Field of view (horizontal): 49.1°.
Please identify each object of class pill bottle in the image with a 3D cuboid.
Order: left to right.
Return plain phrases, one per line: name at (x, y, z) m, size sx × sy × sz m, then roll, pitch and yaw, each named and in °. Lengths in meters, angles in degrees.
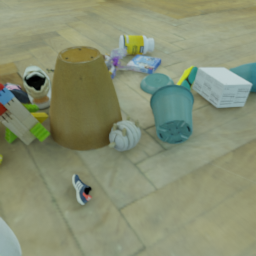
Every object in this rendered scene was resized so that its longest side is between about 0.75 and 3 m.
pill bottle at (0.423, -4.187, 14.175) m, size 1.675 × 0.938 × 0.938 m, roll -3°, pitch 37°, yaw -9°

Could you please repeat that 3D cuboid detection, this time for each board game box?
board game box at (0.761, -3.004, 13.217) m, size 1.260 × 0.275 × 1.266 m, roll 14°, pitch 40°, yaw 19°

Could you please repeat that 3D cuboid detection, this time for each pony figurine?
pony figurine at (-0.715, -2.824, 12.442) m, size 1.460 × 1.260 × 1.513 m, roll 7°, pitch 53°, yaw 19°

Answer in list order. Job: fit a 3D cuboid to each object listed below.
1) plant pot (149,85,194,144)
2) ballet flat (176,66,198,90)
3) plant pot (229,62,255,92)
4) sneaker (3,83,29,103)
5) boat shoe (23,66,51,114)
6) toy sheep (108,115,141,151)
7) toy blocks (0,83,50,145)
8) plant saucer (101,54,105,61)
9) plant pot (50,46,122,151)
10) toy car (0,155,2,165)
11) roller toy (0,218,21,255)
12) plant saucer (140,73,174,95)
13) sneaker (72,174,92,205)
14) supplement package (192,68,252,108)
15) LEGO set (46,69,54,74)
plant pot at (1.429, -0.368, 8.960) m, size 1.483 × 1.483 × 1.452 m, roll 2°, pitch 45°, yaw 3°
ballet flat at (2.257, -1.772, 11.325) m, size 0.658 × 0.656 × 1.962 m, roll -6°, pitch 40°, yaw 45°
plant pot at (4.682, -2.015, 11.305) m, size 1.136 × 1.209 × 1.209 m, roll 2°, pitch 35°, yaw 28°
sneaker at (-4.339, -1.446, 10.963) m, size 1.582 × 0.555 × 0.649 m, roll 20°, pitch 45°, yaw 22°
boat shoe at (-3.499, -1.754, 10.850) m, size 1.073 × 0.982 × 2.872 m, roll -17°, pitch 45°, yaw -18°
toy sheep at (-0.114, 0.225, 8.464) m, size 0.984 × 0.984 × 1.427 m, roll 29°, pitch 40°, yaw 32°
toy blocks at (-3.803, -0.737, 8.497) m, size 1.442 × 1.972 × 2.885 m, roll -45°, pitch 45°, yaw -14°
plant saucer at (-1.835, -2.712, 12.112) m, size 1.826 × 0.334 × 1.826 m, roll -24°, pitch 36°, yaw 19°
plant pot at (-1.378, -1.077, 8.789) m, size 2.470 × 2.650 × 2.470 m, roll 1°, pitch 37°, yaw 0°
toy car at (-4.727, 0.384, 7.628) m, size 2.133 × 2.007 × 0.476 m, roll -13°, pitch -4°, yaw -18°
roller toy at (-3.221, 2.107, 4.827) m, size 2.611 × 2.381 × 1.824 m, roll 3°, pitch 36°, yaw 31°
plant saucer at (1.204, -1.900, 11.656) m, size 1.429 × 0.257 × 1.429 m, roll -3°, pitch 44°, yaw 3°
sneaker at (-1.156, 1.522, 7.207) m, size 0.383 × 0.339 × 0.906 m, roll -32°, pitch 50°, yaw 5°
supplement package at (3.514, -1.565, 10.607) m, size 1.286 × 0.915 × 1.651 m, roll -5°, pitch 35°, yaw -22°
LEGO set at (-2.779, -2.122, 11.604) m, size 1.318 × 0.373 × 0.856 m, roll 23°, pitch 14°, yaw 38°
